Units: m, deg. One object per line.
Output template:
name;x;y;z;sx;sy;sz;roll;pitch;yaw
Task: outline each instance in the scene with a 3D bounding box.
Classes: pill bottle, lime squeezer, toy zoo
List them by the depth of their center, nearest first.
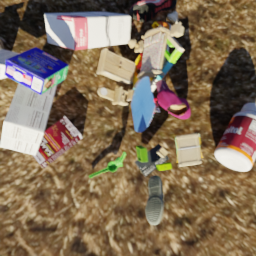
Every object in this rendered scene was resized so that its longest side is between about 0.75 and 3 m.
lime squeezer;-0.529;1.240;9.712;0.713;2.018;0.381;17;51;-38
pill bottle;4.186;0.288;10.111;1.314;1.314;2.326;30;70;12
toy zoo;0.874;-2.373;10.675;0.267;2.605;1.709;13;38;-37

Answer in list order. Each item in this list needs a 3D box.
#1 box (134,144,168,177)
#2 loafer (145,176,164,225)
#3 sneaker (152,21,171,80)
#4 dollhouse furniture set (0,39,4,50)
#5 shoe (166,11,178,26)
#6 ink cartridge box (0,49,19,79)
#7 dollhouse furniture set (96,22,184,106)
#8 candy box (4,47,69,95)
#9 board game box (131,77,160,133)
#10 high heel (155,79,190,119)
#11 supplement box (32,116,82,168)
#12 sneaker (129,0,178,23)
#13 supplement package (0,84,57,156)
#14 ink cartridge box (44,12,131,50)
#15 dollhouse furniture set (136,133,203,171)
box;0.811;1.114;9.574;1.047;0.739;0.413;-37;60;-3
loafer;0.854;2.113;8.143;0.531;0.492;1.412;-8;58;28
sneaker;1.231;-3.120;11.443;0.923;0.873;2.392;2;86;-18
dollhouse furniture set;-6.486;-3.378;11.196;2.354;2.082;1.309;-22;69;-10
shoe;1.895;-4.501;11.866;0.568;1.624;0.433;31;99;3
ink cartridge box;-3.937;-2.176;10.178;2.663;2.143;0.667;15;113;-4
dollhouse furniture set;0.253;-2.266;9.830;1.453;2.977;2.539;16;78;-32
candy box;-2.692;-1.738;8.385;1.254;0.571;1.483;29;35;3
board game box;0.609;-0.740;9.422;0.365;1.481;1.875;8;53;-22
high heel;1.659;-0.608;9.692;0.813;2.413;1.160;-32;50;23
supplement box;-2.736;0.524;10.422;1.816;0.553;0.988;-40;73;-14
sneaker;1.028;-5.724;12.927;2.554;0.941;1.108;-27;60;-18
supplement package;-3.324;-0.469;9.415;1.191;1.673;2.148;17;53;-18
ink cartridge box;-1.526;-3.860;10.933;2.729;1.157;1.988;-23;36;-38
dollhouse furniture set;1.273;0.752;8.721;1.936;0.747;0.967;-8;92;-6
